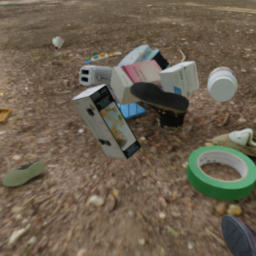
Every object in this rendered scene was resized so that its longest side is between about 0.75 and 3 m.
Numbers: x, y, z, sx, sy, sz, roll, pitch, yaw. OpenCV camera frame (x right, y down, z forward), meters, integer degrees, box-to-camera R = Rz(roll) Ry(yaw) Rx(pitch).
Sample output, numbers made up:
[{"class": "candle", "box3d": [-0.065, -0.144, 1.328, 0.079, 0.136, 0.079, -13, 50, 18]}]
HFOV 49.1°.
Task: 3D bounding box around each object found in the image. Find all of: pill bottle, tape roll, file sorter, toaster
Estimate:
[{"class": "pill bottle", "box3d": [3.729, -1.718, 11.105, 1.106, 1.106, 1.900, 9, 24, 14]}, {"class": "tape roll", "box3d": [2.813, 1.310, 8.507, 1.997, 0.480, 1.997, 0, 32, 0]}, {"class": "file sorter", "box3d": [-0.270, -1.095, 11.784, 1.737, 1.066, 1.205, -19, 35, -27]}, {"class": "toaster", "box3d": [-1.291, -2.070, 11.439, 1.066, 0.937, 1.650, 2, 12, -32]}]

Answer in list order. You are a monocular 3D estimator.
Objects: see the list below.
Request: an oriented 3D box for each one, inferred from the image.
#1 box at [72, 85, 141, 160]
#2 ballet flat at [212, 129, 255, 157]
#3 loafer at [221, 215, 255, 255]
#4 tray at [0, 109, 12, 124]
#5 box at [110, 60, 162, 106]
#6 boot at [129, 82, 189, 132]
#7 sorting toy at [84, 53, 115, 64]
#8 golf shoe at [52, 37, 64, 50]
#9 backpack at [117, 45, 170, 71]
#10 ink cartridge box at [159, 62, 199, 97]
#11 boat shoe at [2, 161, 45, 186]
[{"class": "box", "box3d": [-0.619, -0.122, 7.995, 0.628, 2.087, 1.218, -38, 18, -27]}, {"class": "ballet flat", "box3d": [4.263, 0.519, 9.347, 2.801, 0.914, 0.988, 15, 32, 22]}, {"class": "loafer", "box3d": [2.794, 2.775, 6.143, 0.608, 0.694, 1.930, 6, 33, -28]}, {"class": "tray", "box3d": [-5.259, -0.479, 11.643, 0.501, 0.188, 1.015, -1, 33, -2]}, {"class": "box", "box3d": [0.382, -1.737, 10.636, 1.801, 0.981, 1.151, -15, 57, -22]}, {"class": "boot", "box3d": [0.923, -0.594, 8.332, 1.809, 1.362, 0.662, 20, 65, 20]}, {"class": "sorting toy", "box3d": [-1.187, -2.949, 11.560, 1.342, 0.183, 0.755, -16, 26, -3]}, {"class": "golf shoe", "box3d": [-3.106, -3.617, 12.111, 0.405, 0.492, 1.076, 25, -4, -25]}, {"class": "backpack", "box3d": [0.491, -2.662, 12.963, 1.946, 1.697, 2.214, -53, 17, -18]}, {"class": "ink cartridge box", "box3d": [1.896, -1.726, 10.274, 1.457, 1.064, 0.614, -29, 24, -38]}, {"class": "boat shoe", "box3d": [-3.150, 1.385, 8.483, 1.283, 0.469, 0.402, -25, 9, -22]}]
